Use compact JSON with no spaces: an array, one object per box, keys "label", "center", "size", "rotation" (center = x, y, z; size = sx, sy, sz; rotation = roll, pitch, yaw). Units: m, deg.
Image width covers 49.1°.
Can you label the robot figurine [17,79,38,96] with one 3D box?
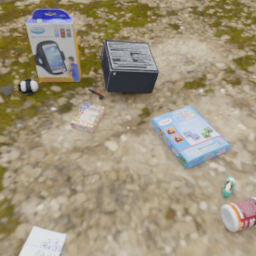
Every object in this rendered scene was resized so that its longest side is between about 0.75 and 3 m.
[{"label":"robot figurine","center":[-4.166,-1.697,11.641],"size":[0.782,0.588,0.488],"rotation":[-7,28,-6]}]

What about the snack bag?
[{"label":"snack bag","center":[-2.174,3.071,7.089],"size":[1.006,0.114,1.067],"rotation":[10,45,10]}]

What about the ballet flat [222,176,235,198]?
[{"label":"ballet flat","center":[3.030,1.702,8.340],"size":[0.280,0.293,0.832],"rotation":[21,48,21]}]

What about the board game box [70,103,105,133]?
[{"label":"board game box","center":[-1.485,-0.411,10.475],"size":[0.908,0.277,1.198],"rotation":[14,46,13]}]

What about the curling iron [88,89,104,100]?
[{"label":"curling iron","center":[-1.348,-1.426,11.609],"size":[0.244,0.126,0.984],"rotation":[-34,54,-29]}]

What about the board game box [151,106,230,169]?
[{"label":"board game box","center":[2.094,0.230,9.731],"size":[1.703,0.412,2.251],"rotation":[-19,48,-18]}]

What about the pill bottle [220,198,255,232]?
[{"label":"pill bottle","center":[3.189,2.269,7.481],"size":[1.239,0.700,0.700],"rotation":[-12,46,-12]}]

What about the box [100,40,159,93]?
[{"label":"box","center":[-0.011,-2.525,11.620],"size":[2.003,1.235,1.987],"rotation":[-1,50,-15]}]

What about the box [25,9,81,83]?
[{"label":"box","center":[-2.969,-3.232,11.386],"size":[1.780,2.991,0.620],"rotation":[-1,45,-1]}]
